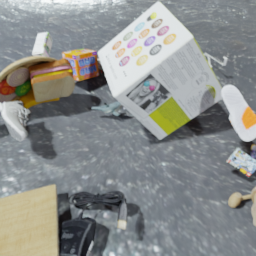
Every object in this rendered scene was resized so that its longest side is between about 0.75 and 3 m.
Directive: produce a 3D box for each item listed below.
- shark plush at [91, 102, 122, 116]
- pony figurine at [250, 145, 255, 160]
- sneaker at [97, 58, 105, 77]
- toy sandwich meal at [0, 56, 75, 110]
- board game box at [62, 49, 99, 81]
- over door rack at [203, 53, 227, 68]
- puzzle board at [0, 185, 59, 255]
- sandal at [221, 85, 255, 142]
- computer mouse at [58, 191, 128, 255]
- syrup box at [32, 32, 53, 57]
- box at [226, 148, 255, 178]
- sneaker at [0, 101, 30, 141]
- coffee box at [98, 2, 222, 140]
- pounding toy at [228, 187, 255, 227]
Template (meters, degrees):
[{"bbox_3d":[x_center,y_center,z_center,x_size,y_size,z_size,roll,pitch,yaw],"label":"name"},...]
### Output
[{"bbox_3d":[-0.753,-0.796,10.215,1.128,0.470,0.513,7,59,13],"label":"shark plush"},{"bbox_3d":[4.656,0.927,8.300,1.761,1.519,1.824,-22,31,-35],"label":"pony figurine"},{"bbox_3d":[-1.052,-2.619,12.431,1.668,0.649,0.685,9,74,1],"label":"sneaker"},{"bbox_3d":[-3.311,-1.480,10.175,2.911,2.911,0.997,-23,73,-23],"label":"toy sandwich meal"},{"bbox_3d":[-1.978,-2.652,11.685,1.035,1.034,1.034,-24,33,-36],"label":"board game box"},{"bbox_3d":[3.241,-2.923,12.715,1.525,0.688,2.065,-9,22,-10],"label":"over door rack"},{"bbox_3d":[-3.116,2.577,6.826,2.838,0.247,2.139,-14,38,-5],"label":"puzzle board"},{"bbox_3d":[3.098,-0.417,7.813,0.629,0.470,1.641,-22,79,6],"label":"sandal"},{"bbox_3d":[-0.892,2.615,6.643,1.838,0.602,2.617,-10,34,19],"label":"computer mouse"},{"bbox_3d":[-3.655,-3.447,11.992,0.522,0.505,1.282,-5,58,10],"label":"syrup box"},{"bbox_3d":[3.337,1.008,8.141,0.778,0.532,0.155,35,10,0],"label":"box"},{"bbox_3d":[-3.496,-0.367,8.851,0.841,0.766,2.051,-24,44,-21],"label":"sneaker"},{"bbox_3d":[1.061,-1.841,9.347,2.732,2.763,2.759,-36,43,15],"label":"coffee box"},{"bbox_3d":[3.765,1.865,7.231,2.053,1.174,1.178,12,44,12],"label":"pounding toy"}]
